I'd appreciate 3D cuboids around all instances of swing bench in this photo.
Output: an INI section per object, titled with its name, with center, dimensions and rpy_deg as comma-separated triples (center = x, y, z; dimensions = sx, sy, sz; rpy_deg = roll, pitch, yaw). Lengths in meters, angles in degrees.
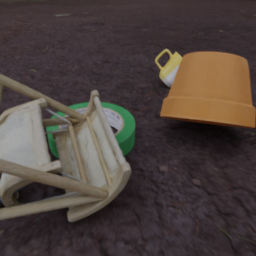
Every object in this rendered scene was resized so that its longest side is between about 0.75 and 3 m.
[swing bench]
center = -1.759, 0.413, 6.042
dimensions = 2.748, 1.783, 2.734
rpy_deg = 9, 36, -29

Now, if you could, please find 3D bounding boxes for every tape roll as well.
[tape roll]
center = -1.126, 0.103, 8.738
dimensions = 2.693, 0.647, 2.693
rpy_deg = 0, 35, 0

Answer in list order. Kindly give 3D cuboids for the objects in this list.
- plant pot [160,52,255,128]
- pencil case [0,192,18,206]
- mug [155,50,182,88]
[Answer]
[plant pot]
center = 2.476, -1.108, 8.498
dimensions = 2.777, 1.944, 2.777
rpy_deg = 7, 2, 0
[pencil case]
center = -3.604, 1.668, 5.735
dimensions = 2.585, 1.156, 1.006
rpy_deg = -30, 80, -41
[mug]
center = 1.978, -2.561, 12.411
dimensions = 1.520, 1.248, 1.218
rpy_deg = 53, 16, 19
